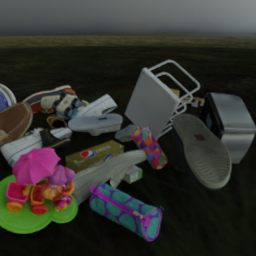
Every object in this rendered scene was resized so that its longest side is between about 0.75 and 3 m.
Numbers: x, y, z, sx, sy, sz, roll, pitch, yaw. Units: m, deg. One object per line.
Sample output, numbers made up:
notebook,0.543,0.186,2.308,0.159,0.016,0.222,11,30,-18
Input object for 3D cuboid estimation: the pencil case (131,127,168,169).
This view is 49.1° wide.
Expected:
pencil case,0.627,0.573,7.986,0.581,1.315,0.581,-30,19,12

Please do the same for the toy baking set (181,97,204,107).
toy baking set,3.436,-1.314,14.454,1.160,0.176,1.511,-21,29,-37

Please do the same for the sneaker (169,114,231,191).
sneaker,1.748,0.895,7.145,1.024,1.454,2.738,-1,31,-4

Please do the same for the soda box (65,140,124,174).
soda box,-0.928,0.905,8.110,1.697,0.543,0.575,-18,30,-40

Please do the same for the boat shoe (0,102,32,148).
boat shoe,-3.861,0.198,7.933,2.594,0.982,0.931,-39,0,1

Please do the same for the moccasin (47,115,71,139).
moccasin,-2.616,-0.116,10.374,0.615,0.649,1.682,-21,34,-15

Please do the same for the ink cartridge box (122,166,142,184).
ink cartridge box,-0.094,1.184,7.793,0.469,0.268,0.904,-18,27,-39

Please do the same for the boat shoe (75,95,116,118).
boat shoe,-1.301,-0.566,11.125,0.696,0.784,2.130,44,60,9

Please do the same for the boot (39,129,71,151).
boot,-2.163,0.269,8.021,1.036,0.717,0.401,-21,-11,25

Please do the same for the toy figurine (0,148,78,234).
toy figurine,-1.609,1.107,5.418,1.794,1.652,1.347,16,44,-20

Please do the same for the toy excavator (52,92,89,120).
toy excavator,-2.412,-0.868,12.310,0.844,1.689,1.642,25,63,15

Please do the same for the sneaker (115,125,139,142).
sneaker,0.048,0.203,9.400,0.406,0.419,1.147,32,-29,-29

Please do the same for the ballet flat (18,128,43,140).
ballet flat,-3.330,0.396,9.307,0.600,0.600,1.698,11,21,27

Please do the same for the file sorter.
file sorter,1.133,-0.897,9.547,1.391,2.234,1.550,-30,68,-34

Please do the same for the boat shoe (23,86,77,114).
boat shoe,-3.651,-1.145,13.001,2.783,0.991,0.871,-26,72,-34

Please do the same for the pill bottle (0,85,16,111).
pill bottle,-5.414,-0.623,10.079,1.489,1.489,2.574,6,22,15

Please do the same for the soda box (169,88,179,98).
soda box,2.139,-1.946,15.613,0.504,0.476,1.487,-17,27,-35

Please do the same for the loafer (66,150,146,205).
loafer,-0.450,1.176,6.844,2.079,0.726,0.727,-24,-15,-12

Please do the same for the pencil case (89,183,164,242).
pencil case,-0.072,1.693,5.824,1.594,0.737,0.678,15,62,37

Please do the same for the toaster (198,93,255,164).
toaster,2.770,0.098,8.263,1.081,1.647,1.821,0,44,-4

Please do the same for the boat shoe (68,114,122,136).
boat shoe,-1.167,-0.024,10.205,2.034,0.665,0.748,-5,35,-22

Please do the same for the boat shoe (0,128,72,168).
boat shoe,-2.780,0.382,8.729,0.775,0.872,2.371,48,36,9
